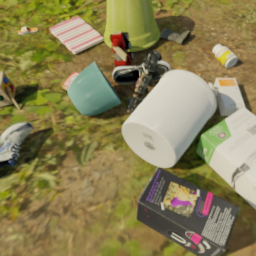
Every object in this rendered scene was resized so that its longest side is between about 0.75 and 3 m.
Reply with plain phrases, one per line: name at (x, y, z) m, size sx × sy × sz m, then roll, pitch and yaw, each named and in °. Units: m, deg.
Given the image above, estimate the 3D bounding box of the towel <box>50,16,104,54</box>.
towel at (-2.510, -4.511, 13.624) m, size 1.734 × 0.354 × 2.369 m, roll -33°, pitch 62°, yaw -23°

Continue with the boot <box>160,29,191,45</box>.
boot at (2.299, -4.537, 13.609) m, size 1.214 × 0.440 × 1.104 m, roll 27°, pitch 55°, yaw 27°

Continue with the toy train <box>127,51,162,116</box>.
toy train at (0.520, -1.581, 10.207) m, size 0.439 × 2.572 × 0.589 m, roll 8°, pitch 26°, yaw -30°

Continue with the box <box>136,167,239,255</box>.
box at (1.523, 2.365, 7.656) m, size 2.368 × 1.447 × 1.256 m, roll 26°, pitch 57°, yaw 18°

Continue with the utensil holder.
utensil holder at (1.342, -0.276, 9.274) m, size 2.190 × 2.190 × 2.577 m, roll 30°, pitch 61°, yaw 21°

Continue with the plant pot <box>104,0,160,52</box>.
plant pot at (0.072, -5.307, 12.694) m, size 2.739 × 2.518 × 2.739 m, roll -3°, pitch 50°, yaw 4°

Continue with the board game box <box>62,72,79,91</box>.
board game box at (-1.983, -1.790, 11.558) m, size 1.158 × 0.268 × 0.877 m, roll 21°, pitch 56°, yaw 15°

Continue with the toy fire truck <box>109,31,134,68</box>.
toy fire truck at (-0.281, -3.035, 11.557) m, size 1.027 × 1.404 × 1.596 m, roll -1°, pitch 43°, yaw 19°

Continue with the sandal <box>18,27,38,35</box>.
sandal at (-4.996, -4.907, 13.923) m, size 0.966 × 0.277 × 0.370 m, roll -15°, pitch 54°, yaw -11°

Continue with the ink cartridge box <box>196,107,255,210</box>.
ink cartridge box at (3.932, 0.958, 8.887) m, size 2.057 × 1.188 × 2.817 m, roll -29°, pitch 58°, yaw -20°

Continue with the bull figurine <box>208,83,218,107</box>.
bull figurine at (2.606, -1.313, 10.900) m, size 1.827 × 0.595 × 1.109 m, roll 20°, pitch 87°, yaw 7°

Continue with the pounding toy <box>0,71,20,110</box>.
pounding toy at (-4.770, -1.374, 10.833) m, size 0.846 × 1.096 × 1.190 m, roll -14°, pitch 53°, yaw 5°

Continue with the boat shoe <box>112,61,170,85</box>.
boat shoe at (0.575, -2.179, 11.313) m, size 2.400 × 0.886 × 0.820 m, roll -3°, pitch 29°, yaw -6°

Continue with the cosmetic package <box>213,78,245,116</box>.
cosmetic package at (3.913, -1.224, 10.953) m, size 0.788 × 0.554 × 1.554 m, roll -1°, pitch 54°, yaw -1°

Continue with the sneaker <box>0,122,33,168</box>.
sneaker at (-3.965, 0.784, 9.374) m, size 0.960 × 0.868 × 2.254 m, roll 37°, pitch 68°, yaw 13°

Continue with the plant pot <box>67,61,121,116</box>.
plant pot at (-1.327, -1.285, 10.319) m, size 1.442 × 1.796 × 1.796 m, roll -33°, pitch 56°, yaw 4°

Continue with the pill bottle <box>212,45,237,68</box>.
pill bottle at (4.260, -3.204, 12.416) m, size 0.617 × 0.617 × 1.108 m, roll -21°, pitch 56°, yaw -15°
